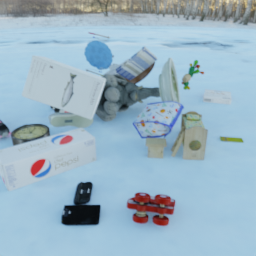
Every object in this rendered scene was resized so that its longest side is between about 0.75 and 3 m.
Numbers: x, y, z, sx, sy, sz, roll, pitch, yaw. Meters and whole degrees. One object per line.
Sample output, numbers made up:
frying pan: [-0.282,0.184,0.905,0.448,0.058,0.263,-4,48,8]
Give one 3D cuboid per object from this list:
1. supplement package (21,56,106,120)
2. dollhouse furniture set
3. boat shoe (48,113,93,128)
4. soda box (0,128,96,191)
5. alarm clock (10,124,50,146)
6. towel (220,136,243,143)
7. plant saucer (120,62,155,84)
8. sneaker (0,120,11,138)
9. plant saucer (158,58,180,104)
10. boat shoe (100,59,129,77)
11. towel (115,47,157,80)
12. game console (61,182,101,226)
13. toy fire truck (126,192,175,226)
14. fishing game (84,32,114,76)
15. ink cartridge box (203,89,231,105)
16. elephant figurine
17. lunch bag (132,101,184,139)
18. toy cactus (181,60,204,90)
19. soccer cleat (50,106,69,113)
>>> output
supplement package: [-2.207,-1.463,10.013,2.499,1.461,1.466,18,11,-6]
dollhouse furniture set: [1.601,0.017,9.887,1.935,1.216,2.188,2,26,4]
boat shoe: [-2.135,-0.357,10.412,1.669,0.582,0.594,-1,27,-32]
soda box: [-2.400,0.859,8.519,2.795,0.890,0.952,-16,30,-31]
alarm clock: [-3.489,0.282,10.018,1.294,0.639,1.919,-13,30,-24]
towel: [3.827,0.420,10.382,0.811,0.073,0.349,4,27,8]
plant saucer: [0.365,-2.879,13.655,2.081,2.081,0.381,-19,64,-35]
sneaker: [-5.222,-0.240,10.744,2.035,0.970,0.804,23,32,37]
plant saucer: [1.740,-1.685,11.982,0.637,2.537,2.537,-6,23,17]
boat shoe: [-0.692,-2.817,13.997,0.738,2.154,0.775,52,15,6]
towel: [0.378,-2.758,12.147,1.223,1.665,0.198,18,42,-55]
game console: [-1.135,1.891,7.195,0.911,0.186,1.544,0,27,0]
toy fire truck: [0.573,1.882,6.844,1.162,0.651,0.975,5,2,8]
fishing game: [-1.157,-2.933,11.263,1.256,1.755,0.273,16,39,11]
ink cartridge box: [4.537,-1.582,14.277,1.339,0.299,1.179,8,28,15]
elephant figurine: [-0.328,-1.471,12.547,2.276,2.076,2.933,51,40,13]
lunch bag: [1.120,-0.280,9.728,1.455,0.901,1.237,-8,37,42]
toy cactus: [2.639,-2.147,11.958,0.733,1.433,1.182,38,38,11]
soccer cleat: [-2.871,-1.045,12.735,1.012,0.943,2.764,20,9,-26]
